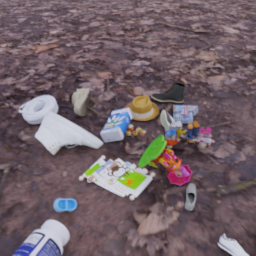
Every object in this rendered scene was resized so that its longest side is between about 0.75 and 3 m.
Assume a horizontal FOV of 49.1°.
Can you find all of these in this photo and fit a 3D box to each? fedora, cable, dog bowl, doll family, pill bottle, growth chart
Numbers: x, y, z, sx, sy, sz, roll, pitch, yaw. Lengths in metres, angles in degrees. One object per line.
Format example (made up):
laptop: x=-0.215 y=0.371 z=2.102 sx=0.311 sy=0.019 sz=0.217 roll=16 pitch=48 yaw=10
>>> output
fedora: x=0.665 y=-1.048 z=13.561 sx=1.765 sy=0.720 sz=1.765 roll=0 pitch=37 yaw=0
cable: x=-4.119 y=-0.843 z=13.133 sx=1.661 sy=0.575 sz=1.661 roll=-38 pitch=46 yaw=-21
dog bowl: x=-1.990 y=2.463 z=8.954 sx=0.761 sy=0.189 sz=0.424 roll=12 pitch=62 yaw=-38
doll family: x=2.375 y=0.258 z=11.446 sx=2.149 sy=1.334 sz=0.969 roll=-2 pitch=56 yaw=5
pill bottle: x=-2.407 y=3.408 z=7.462 sx=1.045 sy=1.045 sz=1.806 roll=14 pitch=32 yaw=18
growth chart: x=-0.365 y=1.769 z=10.354 sx=2.378 sy=0.211 sz=1.721 roll=18 pitch=40 yaw=20

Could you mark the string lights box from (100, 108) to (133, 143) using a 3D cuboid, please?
string lights box: x=-0.482 y=-0.133 z=12.328 sx=0.897 sy=0.515 sz=1.746 roll=-10 pitch=32 yaw=25

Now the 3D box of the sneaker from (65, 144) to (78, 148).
sneaker: x=-2.210 y=0.652 z=11.677 sx=0.834 sy=0.305 sz=0.295 roll=-26 pitch=22 yaw=-15

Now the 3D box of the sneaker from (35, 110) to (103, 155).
sneaker: x=-2.447 y=0.537 z=11.357 sx=2.603 sy=0.959 sz=1.504 roll=28 pitch=85 yaw=3

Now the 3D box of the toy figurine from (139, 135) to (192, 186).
toy figurine: x=1.522 y=1.285 z=9.793 sx=1.721 sy=1.870 sz=1.404 roll=37 pitch=75 yaw=-6

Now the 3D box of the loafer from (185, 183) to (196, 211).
loafer: x=2.153 y=2.285 z=9.500 sx=0.381 sy=0.381 sz=1.091 roll=15 pitch=40 yaw=4

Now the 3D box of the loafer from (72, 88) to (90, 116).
loafer: x=-2.376 y=-1.274 z=13.724 sx=0.800 sy=0.886 sz=2.343 roll=3 pitch=27 yaw=0

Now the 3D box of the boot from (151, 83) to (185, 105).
boot: x=2.046 y=-1.860 z=14.216 sx=1.656 sy=1.146 sz=0.642 roll=8 pitch=38 yaw=6

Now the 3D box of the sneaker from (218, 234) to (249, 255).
sneaker: x=3.049 y=3.424 z=7.970 sx=0.932 sy=0.375 sz=0.356 roll=26 pitch=0 yaw=28

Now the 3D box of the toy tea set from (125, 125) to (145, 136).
toy tea set: x=0.323 y=0.090 z=12.393 sx=0.920 sy=0.341 sz=0.547 roll=5 pitch=38 yaw=6

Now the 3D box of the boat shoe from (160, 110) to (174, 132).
boat shoe: x=1.860 y=-0.243 z=12.662 sx=0.496 sy=0.565 sz=1.587 roll=5 pitch=35 yaw=-15

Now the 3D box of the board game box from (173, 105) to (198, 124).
board game box: x=2.720 y=-0.678 z=13.204 sx=1.163 sy=0.359 sz=1.163 roll=-5 pitch=36 yaw=13
